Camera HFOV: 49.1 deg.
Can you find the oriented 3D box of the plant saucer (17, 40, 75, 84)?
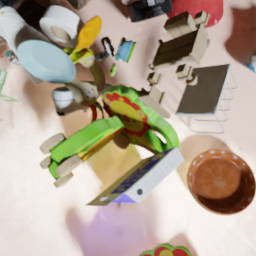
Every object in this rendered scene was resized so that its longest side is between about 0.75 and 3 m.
[{"bbox_3d":[-1.987,-1.678,6.958,1.471,1.471,0.283,9,59,5],"label":"plant saucer"}]

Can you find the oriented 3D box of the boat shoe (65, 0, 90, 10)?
[{"bbox_3d":[-2.424,-5.804,11.616,0.833,0.878,2.319,-38,78,-22],"label":"boat shoe"}]

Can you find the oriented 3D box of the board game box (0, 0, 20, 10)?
[{"bbox_3d":[-5.312,-5.462,11.568,1.667,0.514,1.668,-41,70,-18],"label":"board game box"}]

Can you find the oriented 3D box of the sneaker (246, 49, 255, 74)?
[{"bbox_3d":[5.383,-2.848,9.873,2.851,1.152,1.091,-31,68,-14],"label":"sneaker"}]

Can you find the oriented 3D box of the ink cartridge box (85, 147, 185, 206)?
[{"bbox_3d":[0.090,1.394,6.916,2.146,2.126,0.466,-35,90,-24],"label":"ink cartridge box"}]

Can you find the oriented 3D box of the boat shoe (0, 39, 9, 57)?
[{"bbox_3d":[-3.602,-1.639,6.988,0.585,0.617,1.630,35,61,12],"label":"boat shoe"}]

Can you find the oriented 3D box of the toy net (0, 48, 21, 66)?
[{"bbox_3d":[-4.397,-2.683,10.300,0.633,0.233,1.206,-38,69,-17],"label":"toy net"}]

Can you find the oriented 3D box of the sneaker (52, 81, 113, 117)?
[{"bbox_3d":[-1.388,-0.942,8.732,0.874,0.847,2.392,22,27,33],"label":"sneaker"}]

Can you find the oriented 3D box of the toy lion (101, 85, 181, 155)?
[{"bbox_3d":[0.318,-0.102,7.675,2.345,2.247,0.805,26,57,26],"label":"toy lion"}]

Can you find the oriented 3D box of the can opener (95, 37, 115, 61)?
[{"bbox_3d":[-0.747,-2.388,8.413,0.604,0.481,1.805,-23,24,2],"label":"can opener"}]

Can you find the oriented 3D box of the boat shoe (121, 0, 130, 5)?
[{"bbox_3d":[-0.079,-4.681,8.937,0.957,1.009,2.665,38,24,-15],"label":"boat shoe"}]

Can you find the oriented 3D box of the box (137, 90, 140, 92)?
[{"bbox_3d":[0.264,-0.633,8.296,1.194,0.949,0.275,14,19,42],"label":"box"}]

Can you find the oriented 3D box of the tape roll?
[{"bbox_3d":[-1.820,-2.809,7.896,1.267,1.267,0.443,19,74,10],"label":"tape roll"}]

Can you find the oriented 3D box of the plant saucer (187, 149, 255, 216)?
[{"bbox_3d":[2.664,1.551,8.083,1.946,0.314,1.946,0,62,1],"label":"plant saucer"}]

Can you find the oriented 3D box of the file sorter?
[{"bbox_3d":[2.468,-0.850,8.536,1.247,1.119,1.797,3,60,41],"label":"file sorter"}]

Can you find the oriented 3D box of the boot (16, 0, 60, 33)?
[{"bbox_3d":[-3.380,-3.772,10.641,2.355,1.024,2.831,-35,69,-3],"label":"boot"}]

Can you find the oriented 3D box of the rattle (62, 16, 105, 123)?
[{"bbox_3d":[-0.832,-1.388,7.665,1.762,1.606,2.466,-28,66,24],"label":"rattle"}]

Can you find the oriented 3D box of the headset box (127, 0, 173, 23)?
[{"bbox_3d":[0.721,-4.359,10.240,1.348,0.700,1.812,-17,20,0],"label":"headset box"}]

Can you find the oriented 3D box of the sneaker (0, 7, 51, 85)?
[{"bbox_3d":[-3.085,-2.447,8.457,1.728,2.990,1.101,43,74,-2],"label":"sneaker"}]

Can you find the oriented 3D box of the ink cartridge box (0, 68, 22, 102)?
[{"bbox_3d":[-4.238,-1.447,7.888,1.241,2.390,0.709,3,76,47],"label":"ink cartridge box"}]

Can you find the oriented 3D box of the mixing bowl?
[{"bbox_3d":[2.693,-5.237,11.009,2.468,1.337,2.468,0,63,1],"label":"mixing bowl"}]

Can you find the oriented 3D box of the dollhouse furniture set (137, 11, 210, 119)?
[{"bbox_3d":[1.387,-1.563,6.896,1.332,1.138,2.571,-6,56,48],"label":"dollhouse furniture set"}]

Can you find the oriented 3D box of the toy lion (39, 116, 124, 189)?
[{"bbox_3d":[-0.998,0.410,6.999,2.349,2.451,0.841,-36,83,-25],"label":"toy lion"}]

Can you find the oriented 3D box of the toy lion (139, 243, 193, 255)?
[{"bbox_3d":[0.816,4.198,6.034,2.797,1.002,2.918,-28,66,1],"label":"toy lion"}]

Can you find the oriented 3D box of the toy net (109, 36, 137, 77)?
[{"bbox_3d":[-0.161,-1.959,7.681,0.382,1.038,1.979,19,18,-8],"label":"toy net"}]
